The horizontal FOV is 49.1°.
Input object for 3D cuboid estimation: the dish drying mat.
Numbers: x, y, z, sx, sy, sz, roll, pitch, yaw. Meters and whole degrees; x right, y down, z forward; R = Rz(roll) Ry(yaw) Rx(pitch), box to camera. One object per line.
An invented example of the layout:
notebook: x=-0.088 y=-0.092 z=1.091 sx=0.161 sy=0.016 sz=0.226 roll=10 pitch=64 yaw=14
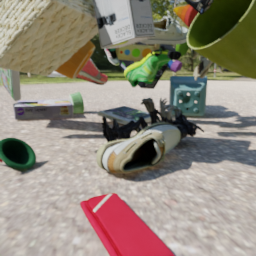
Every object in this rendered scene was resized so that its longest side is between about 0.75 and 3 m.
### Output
dish drying mat: x=-0.110 y=1.306 z=3.733 sx=0.659 sy=0.156 sz=1.716 roll=-5 pitch=13 yaw=-25

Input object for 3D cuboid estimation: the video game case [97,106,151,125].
video game case: x=-0.010 y=-0.513 z=11.326 sx=1.688 sy=0.217 sz=1.857 roll=19 pitch=21 yaw=30

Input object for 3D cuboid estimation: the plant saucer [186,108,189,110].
plant saucer: x=2.859 y=-0.921 z=13.328 sx=1.251 sy=0.221 sz=1.251 roll=1 pitch=13 yaw=0

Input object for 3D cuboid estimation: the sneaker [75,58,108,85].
sneaker: x=-1.696 y=-2.486 z=11.456 sx=0.943 sy=1.110 sz=2.559 roll=27 pitch=12 yaw=41

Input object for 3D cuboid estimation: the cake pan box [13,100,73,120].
cake pan box: x=-3.830 y=-0.850 z=12.594 sx=2.482 sy=0.649 sz=2.286 roll=-3 pitch=10 yaw=-15

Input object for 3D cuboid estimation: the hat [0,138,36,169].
hat: x=-2.664 y=0.792 z=6.242 sx=0.850 sy=0.903 sz=1.026 roll=12 pitch=36 yaw=-46

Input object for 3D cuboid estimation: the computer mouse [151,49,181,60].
computer mouse: x=1.212 y=-2.345 z=8.928 sx=1.009 sy=0.296 sz=0.172 roll=4 pitch=24 yaw=-12

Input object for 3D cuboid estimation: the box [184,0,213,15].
box: x=1.802 y=-3.319 z=6.863 sx=0.344 sy=0.654 sz=0.799 roll=-44 pitch=-7 yaw=-19

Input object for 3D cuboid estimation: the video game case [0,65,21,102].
video game case: x=-4.353 y=-2.601 z=9.575 sx=0.289 sy=2.621 sz=2.386 roll=-22 pitch=54 yaw=-34

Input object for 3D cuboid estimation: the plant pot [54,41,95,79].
plant pot: x=-2.351 y=-2.823 z=9.599 sx=2.039 sy=2.227 sz=2.227 roll=35 pitch=9 yaw=-8

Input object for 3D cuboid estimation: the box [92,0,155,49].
box: x=-0.175 y=-2.674 z=5.610 sx=0.586 sy=1.948 sz=1.136 roll=-19 pitch=14 yaw=-39

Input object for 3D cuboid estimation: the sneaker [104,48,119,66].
sneaker: x=-0.600 y=-3.001 z=11.047 sx=0.421 sy=1.008 sz=0.608 roll=-25 pitch=-14 yaw=-19

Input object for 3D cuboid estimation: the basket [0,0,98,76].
basket: x=-2.018 y=-2.599 z=6.634 sx=2.690 sy=1.660 sz=1.823 roll=-28 pitch=-16 yaw=34

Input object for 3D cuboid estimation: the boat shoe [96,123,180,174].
boat shoe: x=0.450 y=0.493 z=6.136 sx=2.268 sy=0.847 sz=0.776 roll=-21 pitch=25 yaw=-35

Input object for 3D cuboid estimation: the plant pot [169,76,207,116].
plant pot: x=2.678 y=-1.333 z=12.533 sx=1.740 sy=1.744 sz=1.777 roll=2 pitch=18 yaw=10

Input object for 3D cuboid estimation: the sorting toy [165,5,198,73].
sorting toy: x=1.950 y=-3.592 z=11.089 sx=0.941 sy=2.731 sz=0.947 roll=32 pitch=38 yaw=26

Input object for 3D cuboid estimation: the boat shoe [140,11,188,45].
boat shoe: x=1.313 y=-3.418 z=9.442 sx=2.197 sy=0.937 sz=0.812 roll=-9 pitch=51 yaw=-27

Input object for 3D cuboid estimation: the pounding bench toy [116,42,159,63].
pounding bench toy: x=0.320 y=-3.949 z=12.534 sx=2.072 sy=1.650 sz=2.656 roll=2 pitch=29 yaw=-10

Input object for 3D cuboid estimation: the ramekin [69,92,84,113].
ramekin: x=-2.474 y=-1.181 z=13.323 sx=0.494 sy=1.011 sz=1.011 roll=-13 pitch=16 yaw=-20

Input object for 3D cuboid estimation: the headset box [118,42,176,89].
headset box: x=0.959 y=-3.646 z=14.293 sx=1.167 sy=2.516 sz=2.191 roll=-6 pitch=48 yaw=-48

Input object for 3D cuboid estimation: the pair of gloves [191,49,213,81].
pair of gloves: x=2.909 y=-2.803 z=10.564 sx=0.322 sy=1.838 sz=1.563 roll=11 pitch=-31 yaw=-14

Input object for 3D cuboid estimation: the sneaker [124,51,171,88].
sneaker: x=0.842 y=-2.157 z=10.359 sx=2.254 sy=0.942 sz=0.835 roll=-23 pitch=-3 yaw=44

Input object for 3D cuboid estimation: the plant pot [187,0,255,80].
plant pot: x=3.534 y=-2.673 z=8.632 sx=2.507 sy=2.346 sz=2.346 roll=32 pitch=-3 yaw=-27

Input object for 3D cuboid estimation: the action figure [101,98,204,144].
action figure: x=0.779 y=-0.160 z=7.690 sx=2.771 sy=1.414 sz=1.647 roll=-8 pitch=4 yaw=-24
